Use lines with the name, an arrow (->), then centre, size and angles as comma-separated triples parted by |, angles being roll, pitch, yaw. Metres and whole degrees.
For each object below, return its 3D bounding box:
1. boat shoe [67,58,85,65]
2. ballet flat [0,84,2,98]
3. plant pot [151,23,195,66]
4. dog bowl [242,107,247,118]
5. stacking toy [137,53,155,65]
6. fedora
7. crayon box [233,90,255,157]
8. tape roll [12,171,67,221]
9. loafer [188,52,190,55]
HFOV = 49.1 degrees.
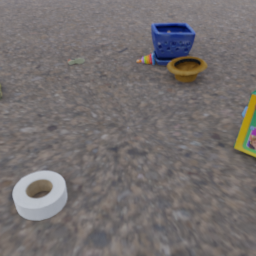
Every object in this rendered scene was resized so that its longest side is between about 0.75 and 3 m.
boat shoe -> -2.372, -3.051, 12.750 | 0.768, 0.273, 0.240 | -14, 34, -12
ballet flat -> -5.008, -1.588, 10.322 | 0.606, 0.606, 1.714 | -17, 38, -23
plant pot -> 1.935, -3.737, 12.607 | 1.708, 1.535, 1.708 | -2, 34, -2
dog bowl -> 4.199, -0.472, 8.961 | 1.021, 0.253, 0.569 | 3, 34, 4
stacking toy -> 0.785, -3.084, 12.725 | 0.827, 0.454, 0.480 | -5, 36, 14
fedora -> 2.359, -2.292, 11.259 | 1.646, 0.671, 1.646 | -3, 38, 3
crayon box -> 4.094, 0.219, 6.665 | 2.653, 1.576, 0.773 | 26, 32, 32
tape roll -> -1.887, 1.432, 6.044 | 1.100, 0.385, 1.100 | 0, 35, 0
loafer -> 2.865, -3.885, 13.924 | 0.327, 0.295, 0.864 | -4, 34, -6
